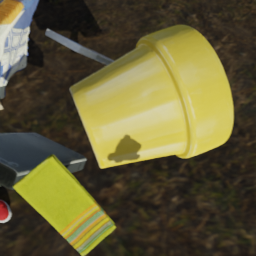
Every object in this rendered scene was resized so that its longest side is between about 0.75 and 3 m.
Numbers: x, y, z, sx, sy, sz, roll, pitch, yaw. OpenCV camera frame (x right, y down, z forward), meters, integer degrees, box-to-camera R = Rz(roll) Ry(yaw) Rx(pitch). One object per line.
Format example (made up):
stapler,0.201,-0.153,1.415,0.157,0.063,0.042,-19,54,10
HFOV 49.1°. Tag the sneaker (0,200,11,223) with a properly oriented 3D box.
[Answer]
sneaker,-3.802,1.882,7.460,1.545,0.869,0.550,34,63,20

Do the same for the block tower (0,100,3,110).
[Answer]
block tower,-5.087,-1.642,9.895,0.663,0.710,2.455,-22,60,-13

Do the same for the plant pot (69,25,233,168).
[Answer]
plant pot,0.284,-0.406,5.662,2.476,2.631,2.631,-22,59,-9

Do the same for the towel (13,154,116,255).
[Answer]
towel,-0.885,1.201,4.193,0.707,1.644,0.148,-41,25,-15

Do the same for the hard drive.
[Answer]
hard drive,-2.120,0.563,5.737,1.646,2.359,0.388,23,97,17

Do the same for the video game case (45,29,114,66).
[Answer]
video game case,-0.982,-2.021,7.687,1.547,2.164,0.189,35,104,36

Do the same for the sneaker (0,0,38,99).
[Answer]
sneaker,-2.855,-2.035,6.542,1.098,1.286,2.917,28,84,26
